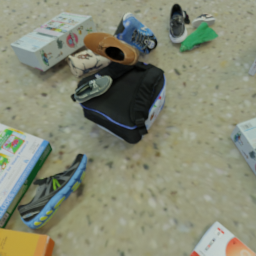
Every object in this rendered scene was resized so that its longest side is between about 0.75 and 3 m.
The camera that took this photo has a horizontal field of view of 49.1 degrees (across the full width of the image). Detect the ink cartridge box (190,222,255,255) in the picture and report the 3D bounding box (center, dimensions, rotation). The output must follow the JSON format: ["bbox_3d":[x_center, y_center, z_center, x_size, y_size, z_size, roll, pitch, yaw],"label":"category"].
[{"bbox_3d":[2.460,3.683,7.640,1.409,0.435,1.737,39,63,22],"label":"ink cartridge box"}]

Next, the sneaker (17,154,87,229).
[{"bbox_3d":[-2.240,1.733,8.537,1.109,0.949,2.677,37,67,13],"label":"sneaker"}]

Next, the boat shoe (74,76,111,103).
[{"bbox_3d":[-1.054,-1.188,8.352,1.241,0.383,0.452,-31,75,-4],"label":"boat shoe"}]

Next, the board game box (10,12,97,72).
[{"bbox_3d":[-3.012,-3.634,11.523,2.135,0.930,2.894,27,60,40],"label":"board game box"}]

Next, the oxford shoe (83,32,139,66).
[{"bbox_3d":[-0.700,-2.552,8.826,2.121,0.756,0.756,27,25,27],"label":"oxford shoe"}]

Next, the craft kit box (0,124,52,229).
[{"bbox_3d":[-4.466,1.288,9.014,2.911,0.715,2.947,21,60,9],"label":"craft kit box"}]

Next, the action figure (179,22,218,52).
[{"bbox_3d":[2.953,-3.863,12.325,1.780,0.487,1.051,-34,65,-12],"label":"action figure"}]

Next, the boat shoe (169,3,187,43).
[{"bbox_3d":[2.203,-4.788,12.602,0.795,0.753,2.274,-7,53,24],"label":"boat shoe"}]

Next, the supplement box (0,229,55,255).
[{"bbox_3d":[-3.354,3.267,7.676,2.447,0.842,0.814,8,58,3],"label":"supplement box"}]

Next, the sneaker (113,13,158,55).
[{"bbox_3d":[0.471,-3.663,11.096,1.269,1.118,2.847,38,23,17],"label":"sneaker"}]

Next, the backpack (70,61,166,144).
[{"bbox_3d":[0.024,-0.970,9.525,2.801,2.158,2.668,30,69,16],"label":"backpack"}]

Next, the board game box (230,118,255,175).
[{"bbox_3d":[5.078,0.924,9.070,2.142,0.933,2.903,-18,58,-10],"label":"board game box"}]

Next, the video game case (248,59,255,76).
[{"bbox_3d":[5.885,-3.594,11.058,0.294,2.334,2.561,37,65,19],"label":"video game case"}]

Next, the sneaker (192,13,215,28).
[{"bbox_3d":[3.433,-5.017,13.058,1.211,0.475,0.481,-12,63,-20],"label":"sneaker"}]

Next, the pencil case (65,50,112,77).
[{"bbox_3d":[-1.381,-2.885,11.462,2.250,0.875,1.006,-26,72,-15],"label":"pencil case"}]

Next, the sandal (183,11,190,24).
[{"bbox_3d":[2.723,-5.335,13.390,0.361,0.230,0.960,-9,58,-5],"label":"sandal"}]
